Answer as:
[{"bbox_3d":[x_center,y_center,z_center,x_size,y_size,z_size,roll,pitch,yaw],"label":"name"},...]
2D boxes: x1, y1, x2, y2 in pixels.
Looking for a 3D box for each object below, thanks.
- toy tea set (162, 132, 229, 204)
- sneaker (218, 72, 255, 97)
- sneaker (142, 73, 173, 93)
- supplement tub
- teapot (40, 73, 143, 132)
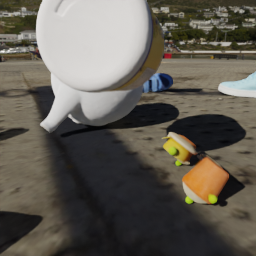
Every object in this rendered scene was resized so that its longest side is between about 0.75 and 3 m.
[{"bbox_3d":[0.926,0.617,4.341,1.060,0.660,1.783,39,7,13],"label":"toy tea set"},{"bbox_3d":[5.504,-1.984,12.231,2.972,1.218,1.099,10,18,30],"label":"sneaker"},{"bbox_3d":[0.947,-2.117,13.496,2.377,0.879,0.978,0,21,15],"label":"sneaker"},{"bbox_3d":[-0.246,-1.337,4.379,1.536,1.536,2.113,4,10,13],"label":"supplement tub"},{"bbox_3d":[-0.969,-0.954,7.607,2.617,1.911,2.583,14,31,-30],"label":"teapot"}]
